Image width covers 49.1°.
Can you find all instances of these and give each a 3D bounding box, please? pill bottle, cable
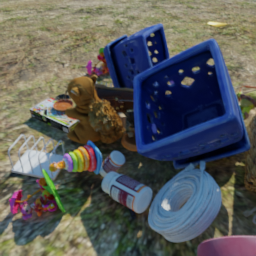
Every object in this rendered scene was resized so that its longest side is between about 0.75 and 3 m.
[{"bbox_3d":[-0.508,1.117,8.461,0.484,0.848,0.484,25,39,-22],"label":"pill bottle"},{"bbox_3d":[1.372,1.881,6.942,1.913,0.662,1.913,-37,16,21],"label":"cable"},{"bbox_3d":[-0.057,1.712,7.624,1.284,0.733,0.733,21,42,35],"label":"pill bottle"}]

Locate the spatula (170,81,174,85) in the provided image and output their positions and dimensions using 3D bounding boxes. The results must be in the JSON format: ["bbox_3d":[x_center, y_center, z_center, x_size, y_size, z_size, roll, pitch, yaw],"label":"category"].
[{"bbox_3d":[1.643,-0.832,10.042,0.218,2.123,0.600,-16,36,-14],"label":"spatula"}]

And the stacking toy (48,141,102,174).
[{"bbox_3d":[-1.587,0.999,8.133,1.492,0.866,0.819,-13,37,-31],"label":"stacking toy"}]

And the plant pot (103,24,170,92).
[{"bbox_3d":[0.422,-3.000,12.467,2.217,2.466,2.465,-3,29,27],"label":"plant pot"}]

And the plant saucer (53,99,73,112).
[{"bbox_3d":[-2.571,-0.884,11.114,0.812,0.131,0.812,1,37,0],"label":"plant saucer"}]

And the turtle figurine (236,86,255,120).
[{"bbox_3d":[4.411,-0.809,10.036,1.954,0.780,2.423,-47,33,0],"label":"turtle figurine"}]

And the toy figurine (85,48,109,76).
[{"bbox_3d":[-1.430,-3.111,14.209,1.510,1.133,1.389,42,65,11],"label":"toy figurine"}]

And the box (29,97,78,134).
[{"bbox_3d":[-2.716,-0.527,11.064,2.115,0.367,1.164,22,42,26],"label":"box"}]

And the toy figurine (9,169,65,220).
[{"bbox_3d":[-2.547,1.999,7.584,1.232,1.005,1.338,-28,69,-13],"label":"toy figurine"}]

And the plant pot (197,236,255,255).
[{"bbox_3d":[2.270,3.146,5.249,1.874,1.874,1.678,4,54,5],"label":"plant pot"}]

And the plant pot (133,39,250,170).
[{"bbox_3d":[1.937,-0.400,8.285,2.751,2.473,2.750,-22,52,29],"label":"plant pot"}]

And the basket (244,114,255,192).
[{"bbox_3d":[4.531,0.522,7.974,1.810,1.889,2.536,14,53,6],"label":"basket"}]

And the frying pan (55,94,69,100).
[{"bbox_3d":[-2.763,-1.395,12.379,0.607,0.163,1.003,20,40,23],"label":"frying pan"}]

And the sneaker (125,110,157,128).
[{"bbox_3d":[0.344,-0.334,9.649,1.117,0.746,1.950,-14,2,17],"label":"sneaker"}]

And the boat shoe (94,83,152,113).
[{"bbox_3d":[-0.497,-1.098,11.371,2.931,1.032,1.031,9,77,13],"label":"boat shoe"}]

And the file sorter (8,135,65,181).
[{"bbox_3d":[-2.845,0.861,8.814,1.453,0.904,1.008,8,37,11],"label":"file sorter"}]

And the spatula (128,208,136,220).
[{"bbox_3d":[-0.013,2.015,7.935,0.377,0.137,1.335,-10,39,-11],"label":"spatula"}]

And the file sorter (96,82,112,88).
[{"bbox_3d":[-1.198,-1.634,12.330,0.957,0.596,0.664,3,37,5],"label":"file sorter"}]

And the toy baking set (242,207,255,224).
[{"bbox_3d":[3.792,2.330,7.511,1.250,0.145,0.959,20,42,25],"label":"toy baking set"}]

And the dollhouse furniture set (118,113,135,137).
[{"bbox_3d":[0.466,-0.189,10.192,1.528,0.676,0.792,-8,24,-17],"label":"dollhouse furniture set"}]

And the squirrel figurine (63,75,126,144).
[{"bbox_3d":[-1.127,-0.618,9.462,2.352,2.195,1.664,24,45,37],"label":"squirrel figurine"}]

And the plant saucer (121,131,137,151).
[{"bbox_3d":[0.278,0.424,9.966,1.027,0.192,1.027,0,38,0],"label":"plant saucer"}]
